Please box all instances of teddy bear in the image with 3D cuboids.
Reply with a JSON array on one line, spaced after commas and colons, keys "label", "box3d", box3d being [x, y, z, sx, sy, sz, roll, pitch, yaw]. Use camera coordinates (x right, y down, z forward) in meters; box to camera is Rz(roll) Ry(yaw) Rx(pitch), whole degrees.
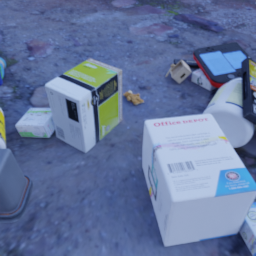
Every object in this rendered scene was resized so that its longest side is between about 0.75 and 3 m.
[{"label": "teddy bear", "box3d": [0.199, -1.139, 10.459, 0.634, 0.292, 0.874, -12, 42, -17]}]

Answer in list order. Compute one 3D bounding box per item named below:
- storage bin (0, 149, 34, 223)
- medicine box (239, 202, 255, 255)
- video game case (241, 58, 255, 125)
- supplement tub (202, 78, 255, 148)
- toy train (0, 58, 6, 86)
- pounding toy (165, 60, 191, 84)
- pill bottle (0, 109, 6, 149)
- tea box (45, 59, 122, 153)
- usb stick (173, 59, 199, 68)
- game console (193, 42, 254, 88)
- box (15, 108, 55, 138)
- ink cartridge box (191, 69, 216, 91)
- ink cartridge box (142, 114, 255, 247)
[{"label": "storage bin", "box3d": [-3.626, 1.351, 6.669, 2.183, 1.466, 1.589, 0, 41, 2]}, {"label": "medicine box", "box3d": [3.094, 2.262, 6.291, 0.989, 0.559, 1.086, -8, 41, -9]}, {"label": "video game case", "box3d": [4.414, -0.679, 8.292, 2.539, 0.324, 2.295, 26, 53, -14]}, {"label": "supplement tub", "box3d": [3.322, -0.530, 8.789, 1.521, 1.521, 2.098, 22, 45, 23]}, {"label": "toy train", "box3d": [-6.375, -2.242, 10.996, 2.865, 1.213, 1.658, -2, 33, -9]}, {"label": "pounding toy", "box3d": [2.039, -2.291, 11.590, 0.499, 0.958, 1.090, 35, 27, -23]}, {"label": "pill bottle", "box3d": [-4.418, -0.021, 8.340, 1.360, 1.360, 2.444, -14, 42, -16]}, {"label": "tea box", "box3d": [-1.236, -0.721, 8.643, 1.337, 2.002, 1.969, 26, 46, 26]}, {"label": "usb stick", "box3d": [2.808, -2.860, 12.481, 1.584, 0.258, 0.439, 6, 41, 7]}, {"label": "game console", "box3d": [3.906, -2.570, 11.113, 2.118, 0.372, 2.395, -14, 49, -3]}, {"label": "box", "box3d": [-2.859, -0.180, 9.000, 1.071, 0.518, 0.945, 1, 40, 19]}, {"label": "ink cartridge box", "box3d": [3.172, -1.985, 11.335, 0.727, 0.420, 0.996, -28, 48, -29]}, {"label": "ink cartridge box", "box3d": [1.450, 1.124, 6.666, 1.786, 1.778, 2.435, -6, 41, -7]}]
